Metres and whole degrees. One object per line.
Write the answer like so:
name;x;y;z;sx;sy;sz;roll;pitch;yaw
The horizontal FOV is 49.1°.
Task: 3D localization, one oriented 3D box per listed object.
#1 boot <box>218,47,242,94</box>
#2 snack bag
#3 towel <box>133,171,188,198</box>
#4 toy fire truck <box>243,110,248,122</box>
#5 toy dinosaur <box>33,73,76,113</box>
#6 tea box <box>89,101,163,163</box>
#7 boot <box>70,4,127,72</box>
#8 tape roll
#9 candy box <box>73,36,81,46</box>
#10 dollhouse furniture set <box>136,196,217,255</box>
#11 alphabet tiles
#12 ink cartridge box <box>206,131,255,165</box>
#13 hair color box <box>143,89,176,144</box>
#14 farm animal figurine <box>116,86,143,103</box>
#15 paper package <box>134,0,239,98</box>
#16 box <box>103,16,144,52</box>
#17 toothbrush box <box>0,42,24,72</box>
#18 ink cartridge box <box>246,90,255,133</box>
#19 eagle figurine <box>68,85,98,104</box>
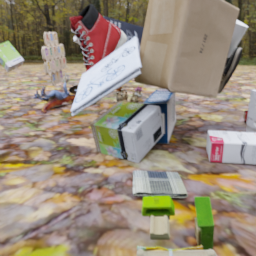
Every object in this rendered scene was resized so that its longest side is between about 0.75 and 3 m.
boot;3.201;-2.339;10.406;1.490;1.979;0.724;33;57;16
snack bag;-0.611;-1.535;8.007;2.286;0.260;2.425;-31;30;19
towel;0.690;1.323;6.520;1.175;0.211;1.220;3;15;-1
toy fire truck;5.386;-0.361;11.511;0.943;0.689;1.072;0;6;-2
toy dinosaur;-3.728;-1.493;15.200;2.575;2.837;1.490;15;-34;-41
tea box;-0.008;0.053;8.536;1.576;1.070;1.602;9;35;32
boot;-1.387;-2.446;9.301;1.048;2.895;2.088;14;-10;43
tape roll;3.333;-3.572;10.471;1.785;1.225;1.785;18;31;-12
candy box;-1.677;-3.745;11.436;0.749;0.893;0.319;21;33;-39
dollhouse furniture set;0.721;1.935;4.049;1.110;0.850;1.694;-4;45;9
alphabet tiles;-3.026;-2.866;11.609;0.156;2.092;2.139;-2;19;9
ink cartridge box;3.140;0.558;8.169;1.552;0.647;1.127;3;17;10
hair color box;1.242;-0.536;10.466;0.861;1.422;2.844;2;16;15
farm animal figurine;0.069;-1.827;16.208;1.552;0.780;1.253;3;35;-3
paper package;1.786;-2.485;8.388;2.713;2.846;1.472;0;17;-43
box;-0.288;-3.918;13.462;2.532;1.874;1.321;8;-15;-25
toothbrush box;-4.456;-2.643;10.388;0.668;0.918;0.395;-42;3;-35
ink cartridge box;5.483;-0.355;9.358;2.321;1.695;1.703;-1;15;-3
eagle figurine;-2.237;-2.101;16.037;1.543;1.534;2.033;-21;18;44
